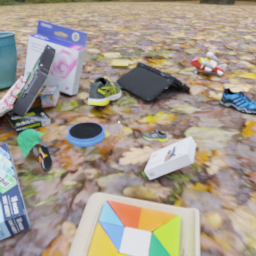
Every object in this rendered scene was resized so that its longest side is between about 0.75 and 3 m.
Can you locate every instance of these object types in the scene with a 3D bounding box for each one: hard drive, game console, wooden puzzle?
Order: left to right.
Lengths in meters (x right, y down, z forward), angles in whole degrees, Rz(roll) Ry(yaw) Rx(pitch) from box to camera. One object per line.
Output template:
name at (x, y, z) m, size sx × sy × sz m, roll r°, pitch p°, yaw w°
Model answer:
hard drive at (-3.669, -1.965, 11.144) m, size 0.549 × 2.028 × 2.903 m, roll 29°, pitch 25°, yaw -23°
wooden puzzle at (0.108, 2.382, 5.589) m, size 2.590 × 0.482 × 2.396 m, roll 5°, pitch 39°, yaw 10°
game console at (1.181, -2.015, 13.396) m, size 2.322 × 1.537 × 2.640 m, roll 20°, pitch 12°, yaw -46°

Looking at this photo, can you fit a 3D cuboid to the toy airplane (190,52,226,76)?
toy airplane at (4.464, -3.477, 15.167) m, size 1.717 × 1.217 × 1.724 m, roll -9°, pitch 31°, yaw -17°

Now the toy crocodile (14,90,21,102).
toy crocodile at (-4.685, -1.468, 12.413) m, size 1.664 × 0.562 × 0.514 m, roll -29°, pitch 75°, yaw -41°

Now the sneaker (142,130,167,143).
sneaker at (0.933, 0.239, 9.655) m, size 0.877 × 0.355 × 0.324 m, roll 7°, pitch 31°, yaw 11°

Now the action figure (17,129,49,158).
action figure at (-3.192, 0.405, 9.097) m, size 1.046 × 0.484 × 1.770 m, roll -45°, pitch 34°, yaw -19°

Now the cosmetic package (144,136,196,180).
cosmetic package at (1.196, 0.840, 7.879) m, size 1.362 × 0.352 × 1.027 m, roll -27°, pitch 12°, yaw 27°

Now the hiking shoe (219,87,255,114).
hiking shoe at (4.679, -1.112, 11.536) m, size 1.813 × 0.786 × 0.674 m, roll 20°, pitch 36°, yaw 30°

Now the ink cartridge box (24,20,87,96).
ink cartridge box at (-3.362, -3.205, 12.732) m, size 2.752 × 2.803 × 0.607 m, roll 20°, pitch 21°, yaw 18°

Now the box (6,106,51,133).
box at (-3.808, -0.349, 10.695) m, size 1.348 × 0.320 × 1.302 m, roll -17°, pitch 37°, yaw -29°

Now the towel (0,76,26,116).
towel at (-4.661, -0.834, 10.507) m, size 1.791 × 0.366 × 2.447 m, roll -41°, pitch 26°, yaw 20°

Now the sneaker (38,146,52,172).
sneaker at (-2.544, 0.988, 8.477) m, size 0.307 × 0.395 × 0.878 m, roll 7°, pitch 47°, yaw -39°

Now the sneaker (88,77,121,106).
sneaker at (-0.932, -1.737, 12.164) m, size 0.974 × 1.106 × 2.614 m, roll 8°, pitch 24°, yaw 13°

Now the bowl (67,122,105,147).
bowl at (-1.477, 0.193, 9.833) m, size 1.327 × 0.260 × 1.327 m, roll 0°, pitch 30°, yaw 0°

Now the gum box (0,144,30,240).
gum box at (-3.980, 1.723, 6.353) m, size 2.882 × 0.642 × 2.448 m, roll -18°, pitch 43°, yaw -21°

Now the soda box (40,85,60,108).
soda box at (-3.305, -1.374, 11.955) m, size 0.524 × 0.564 × 1.649 m, roll -4°, pitch 21°, yaw -5°

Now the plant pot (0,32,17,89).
plant pot at (-6.445, -3.148, 13.297) m, size 2.550 × 2.396 × 2.550 m, roll -3°, pitch 24°, yaw 2°

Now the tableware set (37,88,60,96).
tableware set at (-4.026, -1.751, 13.192) m, size 1.493 × 0.229 × 1.006 m, roll 12°, pitch 33°, yaw 19°

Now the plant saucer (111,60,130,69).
plant saucer at (-0.453, -3.760, 16.590) m, size 1.025 × 0.248 × 1.025 m, roll 4°, pitch 31°, yaw 7°
